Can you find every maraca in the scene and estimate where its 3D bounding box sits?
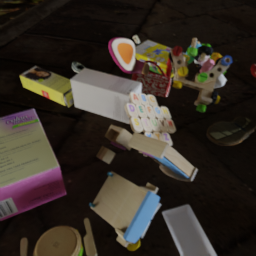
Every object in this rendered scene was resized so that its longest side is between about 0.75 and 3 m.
[{"bbox_3d":[4.171,-2.993,13.018,1.147,0.614,0.786,53,50,-4],"label":"maraca"}]

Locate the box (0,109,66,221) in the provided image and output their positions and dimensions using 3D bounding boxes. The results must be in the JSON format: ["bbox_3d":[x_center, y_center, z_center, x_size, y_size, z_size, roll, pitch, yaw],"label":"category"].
[{"bbox_3d":[-3.551,1.052,8.335,2.491,1.369,2.831,-20,47,-20],"label":"box"}]

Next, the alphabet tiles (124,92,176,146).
[{"bbox_3d":[0.815,-0.316,9.736,2.109,0.154,2.062,1,62,-41],"label":"alphabet tiles"}]

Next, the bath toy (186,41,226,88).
[{"bbox_3d":[3.428,-2.686,12.443,1.036,0.881,2.383,9,50,-51],"label":"bath toy"}]

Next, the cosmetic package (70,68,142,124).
[{"bbox_3d":[-0.849,-1.260,10.886,2.538,1.366,1.077,20,45,19],"label":"cosmetic package"}]

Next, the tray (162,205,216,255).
[{"bbox_3d":[1.551,2.795,7.317,0.846,0.175,1.576,-13,44,-12],"label":"tray"}]

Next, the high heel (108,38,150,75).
[{"bbox_3d":[-0.303,-2.636,10.248,1.395,0.979,2.908,20,8,25],"label":"high heel"}]

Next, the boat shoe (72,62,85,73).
[{"bbox_3d":[-2.257,-2.857,13.296,0.541,0.459,1.486,-22,47,-22],"label":"boat shoe"}]

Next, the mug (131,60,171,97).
[{"bbox_3d":[0.997,-2.004,11.757,1.533,1.360,1.023,16,33,12],"label":"mug"}]

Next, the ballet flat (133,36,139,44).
[{"bbox_3d":[0.473,-5.045,15.834,0.329,0.278,0.870,-11,43,-11],"label":"ballet flat"}]

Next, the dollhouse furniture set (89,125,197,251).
[{"bbox_3d":[0.163,1.758,8.137,2.634,1.821,2.790,17,73,47],"label":"dollhouse furniture set"}]

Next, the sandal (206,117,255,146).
[{"bbox_3d":[3.642,0.194,9.894,2.428,0.663,0.992,-20,51,-40],"label":"sandal"}]

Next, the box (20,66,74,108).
[{"bbox_3d":[-3.301,-1.800,11.982,2.702,0.677,1.017,23,48,23],"label":"box"}]

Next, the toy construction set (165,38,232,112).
[{"bbox_3d":[2.409,-1.839,11.141,2.452,2.259,2.940,11,0,-26],"label":"toy construction set"}]

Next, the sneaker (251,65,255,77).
[{"bbox_3d":[6.265,-2.528,13.044,0.665,0.451,1.152,-6,54,-19],"label":"sneaker"}]

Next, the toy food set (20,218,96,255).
[{"bbox_3d":[-1.740,3.050,6.975,1.850,0.371,1.277,-14,37,-8],"label":"toy food set"}]

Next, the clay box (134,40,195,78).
[{"bbox_3d":[1.627,-3.323,13.621,2.820,0.671,1.620,30,49,25],"label":"clay box"}]
